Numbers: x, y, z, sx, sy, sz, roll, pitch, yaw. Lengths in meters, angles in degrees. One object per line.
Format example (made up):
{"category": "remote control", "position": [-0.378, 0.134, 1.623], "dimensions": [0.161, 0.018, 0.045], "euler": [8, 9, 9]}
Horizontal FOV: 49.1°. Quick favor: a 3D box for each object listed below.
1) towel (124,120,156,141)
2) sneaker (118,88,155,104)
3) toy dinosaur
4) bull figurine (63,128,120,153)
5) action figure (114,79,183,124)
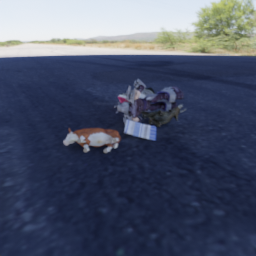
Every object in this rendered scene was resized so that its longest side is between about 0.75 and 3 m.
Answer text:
{"category": "towel", "position": [0.449, 0.075, 10.218], "dimensions": [1.190, 0.142, 0.874], "euler": [15, 32, -1]}
{"category": "sneaker", "position": [0.427, -1.450, 13.252], "dimensions": [1.049, 0.885, 2.399], "euler": [-44, 22, -22]}
{"category": "toy dinosaur", "position": [1.281, -0.427, 11.617], "dimensions": [2.087, 0.803, 1.068], "euler": [-10, -4, 40]}
{"category": "bull figurine", "position": [-1.186, 0.374, 9.229], "dimensions": [1.928, 0.628, 1.171], "euler": [-4, 21, -8]}
{"category": "action figure", "position": [0.726, -0.964, 11.193], "dimensions": [2.966, 1.930, 1.029], "euler": [-11, 42, -31]}
